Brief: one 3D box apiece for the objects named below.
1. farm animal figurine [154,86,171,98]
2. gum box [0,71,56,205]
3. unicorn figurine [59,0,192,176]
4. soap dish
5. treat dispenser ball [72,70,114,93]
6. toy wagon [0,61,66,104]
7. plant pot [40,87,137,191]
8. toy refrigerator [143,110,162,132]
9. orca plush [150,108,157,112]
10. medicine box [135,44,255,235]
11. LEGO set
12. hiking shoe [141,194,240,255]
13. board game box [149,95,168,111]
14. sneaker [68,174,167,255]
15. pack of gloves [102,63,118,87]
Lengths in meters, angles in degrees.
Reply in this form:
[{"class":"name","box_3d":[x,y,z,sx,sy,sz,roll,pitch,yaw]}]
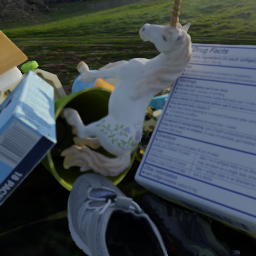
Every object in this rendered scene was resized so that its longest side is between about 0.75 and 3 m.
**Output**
[{"class":"farm animal figurine","box_3d":[1.439,-1.261,10.758,0.913,0.569,1.131,15,34,11]},{"class":"gum box","box_3d":[-2.203,0.381,4.559,0.632,2.409,2.835,40,7,-25]},{"class":"unicorn figurine","box_3d":[-0.072,-0.603,4.667,2.035,2.962,1.094,14,9,34]},{"class":"soap dish","box_3d":[-3.190,-1.059,4.592,2.548,1.035,2.005,22,50,38]},{"class":"treat dispenser ball","box_3d":[-0.923,-0.973,7.632,1.189,1.189,1.189,0,22,0]},{"class":"toy wagon","box_3d":[-2.530,-0.417,6.826,0.467,1.832,2.361,8,41,43]},{"class":"plant pot","box_3d":[-1.139,0.170,5.775,1.962,1.962,1.889,-18,16,-37]},{"class":"toy refrigerator","box_3d":[0.498,-0.092,7.710,1.147,0.401,0.435,-21,18,-12]},{"class":"orca plush","box_3d":[0.165,-0.496,8.287,2.342,0.832,1.232,9,30,26]},{"class":"medicine box","box_3d":[1.778,0.137,4.343,2.351,2.581,1.329,14,-17,33]},{"class":"LEGO set","box_3d":[0.164,0.042,6.376,0.975,1.294,1.683,28,20,-33]},{"class":"hiking shoe","box_3d":[0.809,1.472,4.075,0.760,0.572,1.511,-10,33,-35]},{"class":"board game box","box_3d":[1.798,-0.898,9.072,1.888,0.443,1.425,-4,10,29]},{"class":"sneaker","box_3d":[-0.086,1.250,3.641,1.048,1.149,2.804,-7,24,-25]},{"class":"pack of gloves","box_3d":[-0.102,-0.652,6.334,1.327,1.115,0.262,38,27,22]}]
